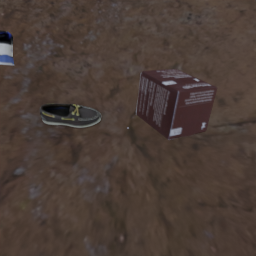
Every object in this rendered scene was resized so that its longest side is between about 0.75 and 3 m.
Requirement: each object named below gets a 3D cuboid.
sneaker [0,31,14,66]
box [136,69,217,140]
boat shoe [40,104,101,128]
[{"bbox_3d":[-3.230,-2.045,7.135,0.572,0.817,1.415,0,14,-39],"label":"sneaker"},{"bbox_3d":[0.878,-0.506,5.413,0.953,0.943,1.149,-10,31,-30],"label":"box"},{"bbox_3d":[-1.658,-0.397,8.064,1.734,0.522,0.618,0,57,0],"label":"boat shoe"}]
